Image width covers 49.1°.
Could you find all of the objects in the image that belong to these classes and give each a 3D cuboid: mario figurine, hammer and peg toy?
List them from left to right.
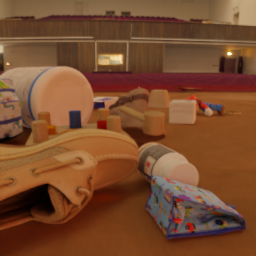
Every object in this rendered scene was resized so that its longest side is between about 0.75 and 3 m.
[{"bbox_3d":[-0.663,0.135,5.793,2.603,0.918,1.915,-4,11,-14],"label":"hammer and peg toy"},{"bbox_3d":[3.152,-0.771,11.935,1.701,0.902,1.050,12,-23,10],"label":"mario figurine"}]

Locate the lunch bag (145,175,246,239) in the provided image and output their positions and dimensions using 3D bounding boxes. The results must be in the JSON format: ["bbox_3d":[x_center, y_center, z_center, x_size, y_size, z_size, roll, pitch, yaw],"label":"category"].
[{"bbox_3d":[0.807,0.904,3.280,1.003,0.472,0.755,7,6,-14],"label":"lunch bag"}]

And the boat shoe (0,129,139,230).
[{"bbox_3d":[-0.899,0.699,3.288,2.831,1.009,0.913,-6,45,-39],"label":"boat shoe"}]

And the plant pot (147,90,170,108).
[{"bbox_3d":[1.633,-1.548,14.790,0.996,0.882,0.997,5,12,23],"label":"plant pot"}]

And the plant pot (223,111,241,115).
[{"bbox_3d":[4.497,-0.651,12.145,0.792,0.109,0.792,1,10,0],"label":"plant pot"}]

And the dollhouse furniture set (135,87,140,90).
[{"bbox_3d":[1.008,-1.855,16.091,1.392,0.988,1.103,-2,11,-12],"label":"dollhouse furniture set"}]

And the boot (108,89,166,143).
[{"bbox_3d":[0.244,-0.384,7.231,1.982,1.449,0.696,1,-35,35],"label":"boot"}]

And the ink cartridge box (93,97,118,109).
[{"bbox_3d":[-1.495,-1.307,14.620,1.260,0.494,2.662,4,9,16],"label":"ink cartridge box"}]

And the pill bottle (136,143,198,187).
[{"bbox_3d":[0.539,0.610,4.150,0.612,0.612,1.051,-4,11,-19],"label":"pill bottle"}]

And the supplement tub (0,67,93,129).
[{"bbox_3d":[-2.614,-0.874,8.463,2.904,1.916,1.916,10,15,44],"label":"supplement tub"}]

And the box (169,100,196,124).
[{"bbox_3d":[1.943,-0.576,9.970,0.889,0.762,0.885,2,11,17],"label":"box"}]

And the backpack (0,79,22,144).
[{"bbox_3d":[-3.879,-0.394,6.736,2.731,2.099,2.228,22,13,21],"label":"backpack"}]
